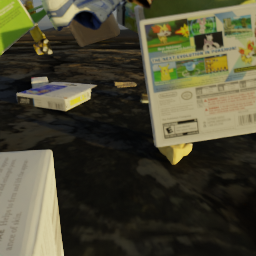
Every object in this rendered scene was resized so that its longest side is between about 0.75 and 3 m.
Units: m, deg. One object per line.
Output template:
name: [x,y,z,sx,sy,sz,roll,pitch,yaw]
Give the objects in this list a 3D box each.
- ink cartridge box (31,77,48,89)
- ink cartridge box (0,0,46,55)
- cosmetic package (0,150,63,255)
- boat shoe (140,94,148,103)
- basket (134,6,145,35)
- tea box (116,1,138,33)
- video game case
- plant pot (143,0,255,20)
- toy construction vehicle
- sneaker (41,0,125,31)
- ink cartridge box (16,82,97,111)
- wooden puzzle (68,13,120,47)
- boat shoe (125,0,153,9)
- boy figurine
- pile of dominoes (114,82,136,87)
ink cartridge box: [-4.221,-2.126,13.396,0.733,0.421,1.010,-7,22,-16]
ink cartridge box: [-2.840,-2.479,6.127,1.832,0.939,2.479,0,47,35]
cosmetic package: [-1.766,1.383,2.679,2.102,1.732,1.734,-4,23,-9]
boat shoe: [1.061,-1.224,11.213,1.140,0.343,0.406,-3,22,-7]
basket: [1.148,-3.372,8.994,1.168,1.452,1.439,12,37,42]
tea box: [0.197,-4.370,10.570,1.106,0.751,1.125,28,-17,9]
video game case: [1.122,-0.678,3.656,1.795,1.636,0.197,-9,8,0]
plant pot: [1.336,-1.935,5.314,2.228,2.228,2.116,-13,55,-29]
toy construction vehicle: [-3.335,-3.528,9.205,0.691,1.963,1.709,-27,60,-13]
sneaker: [-0.711,-2.771,6.205,2.645,1.166,0.996,-23,17,-36]
ink cartridge box: [-2.789,-1.346,11.335,2.305,0.548,2.332,8,21,23]
wooden puzzle: [-1.278,-3.717,9.774,1.620,1.499,0.302,-13,45,18]
boat shoe: [0.072,-2.336,4.748,1.009,0.365,0.364,5,-17,-39]
boy figurine: [1.114,0.435,6.879,0.883,0.457,1.420,8,21,13]
pile of dominoes: [-0.137,-2.230,14.011,1.081,0.172,0.843,-7,22,-15]
